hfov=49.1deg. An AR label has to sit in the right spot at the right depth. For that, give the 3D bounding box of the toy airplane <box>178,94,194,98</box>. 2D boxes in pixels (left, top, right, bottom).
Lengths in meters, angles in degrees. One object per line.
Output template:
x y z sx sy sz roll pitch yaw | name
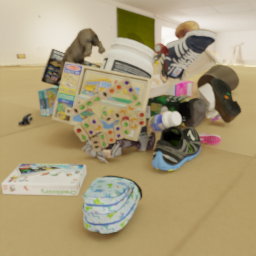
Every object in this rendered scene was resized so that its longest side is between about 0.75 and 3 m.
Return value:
4.101 -1.547 15.410 2.674 0.492 2.674 0 17 0 | toy airplane

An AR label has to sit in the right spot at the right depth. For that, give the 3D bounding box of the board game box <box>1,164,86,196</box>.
-1.943 1.207 6.694 1.707 0.295 1.078 1 17 3 | board game box

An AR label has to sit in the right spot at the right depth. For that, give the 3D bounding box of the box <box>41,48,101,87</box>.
-2.573 -2.415 12.609 2.300 0.572 2.283 15 -23 -20 | box

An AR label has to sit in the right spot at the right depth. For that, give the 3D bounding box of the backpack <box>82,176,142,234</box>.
-0.364 1.396 5.248 1.056 0.995 1.295 6 31 16 | backpack

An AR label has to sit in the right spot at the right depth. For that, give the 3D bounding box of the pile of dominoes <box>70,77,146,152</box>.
-0.470 -0.231 7.387 1.902 1.482 0.303 -28 26 8 | pile of dominoes

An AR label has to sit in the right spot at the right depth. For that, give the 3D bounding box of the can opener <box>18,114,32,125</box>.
-4.286 -0.415 11.879 0.478 0.386 1.217 -2 17 -2 | can opener

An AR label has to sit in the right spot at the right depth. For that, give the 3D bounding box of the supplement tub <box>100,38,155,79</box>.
-0.193 -1.547 9.673 1.791 2.552 1.791 19 0 0 | supplement tub

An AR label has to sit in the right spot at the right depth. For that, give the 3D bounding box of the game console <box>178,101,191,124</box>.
1.863 -0.503 10.833 0.161 0.787 1.334 17 -24 -37 | game console

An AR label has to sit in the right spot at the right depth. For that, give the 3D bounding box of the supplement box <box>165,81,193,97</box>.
2.911 -2.206 16.675 1.019 1.041 2.014 13 20 39 | supplement box

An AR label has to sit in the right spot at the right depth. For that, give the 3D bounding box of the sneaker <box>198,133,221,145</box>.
2.659 0.338 9.436 0.910 0.370 0.401 5 20 16 | sneaker

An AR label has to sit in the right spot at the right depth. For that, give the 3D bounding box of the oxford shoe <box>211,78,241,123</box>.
2.873 -0.870 8.725 0.622 0.722 1.712 6 50 -12 | oxford shoe

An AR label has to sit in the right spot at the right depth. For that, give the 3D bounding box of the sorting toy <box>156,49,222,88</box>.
2.770 -2.858 12.487 2.866 1.531 2.580 -24 -5 34 | sorting toy

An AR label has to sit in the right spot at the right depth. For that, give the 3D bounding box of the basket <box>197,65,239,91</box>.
5.680 -2.983 18.171 2.297 1.732 2.547 33 37 25 | basket

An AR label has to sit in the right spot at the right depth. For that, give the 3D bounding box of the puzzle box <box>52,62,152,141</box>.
-0.837 -0.843 8.600 2.860 1.903 0.364 13 0 16 | puzzle box

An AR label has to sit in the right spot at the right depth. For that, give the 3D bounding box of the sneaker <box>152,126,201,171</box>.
1.492 0.402 8.075 0.884 1.033 2.492 12 21 31 | sneaker

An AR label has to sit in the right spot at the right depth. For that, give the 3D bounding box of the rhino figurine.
-1.931 -2.611 10.319 0.783 1.146 2.620 -1 -24 -47 | rhino figurine

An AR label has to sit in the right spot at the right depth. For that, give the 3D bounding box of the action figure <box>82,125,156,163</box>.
-0.337 0.397 8.564 2.294 0.796 1.493 -14 36 -26 | action figure

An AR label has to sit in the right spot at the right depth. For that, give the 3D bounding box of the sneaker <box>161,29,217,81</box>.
2.101 -2.544 10.150 0.931 1.441 2.656 16 -5 -24 | sneaker

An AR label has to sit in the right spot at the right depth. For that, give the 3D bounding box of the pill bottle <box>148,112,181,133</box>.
1.103 -0.186 8.371 0.534 0.534 0.952 -14 -3 -39 | pill bottle

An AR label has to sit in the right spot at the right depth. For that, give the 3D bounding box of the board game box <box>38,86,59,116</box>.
-3.688 -1.316 13.458 0.364 1.171 1.551 3 17 15 | board game box

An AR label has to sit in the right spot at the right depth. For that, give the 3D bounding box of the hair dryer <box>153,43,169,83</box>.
1.185 -2.420 9.943 0.412 1.155 1.517 -1 44 25 | hair dryer

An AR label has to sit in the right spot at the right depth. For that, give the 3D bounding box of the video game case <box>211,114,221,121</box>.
3.906 -0.527 11.510 0.827 0.148 0.749 -19 6 37 | video game case

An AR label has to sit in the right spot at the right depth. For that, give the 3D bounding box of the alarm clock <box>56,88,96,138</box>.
-1.781 -0.631 10.068 2.669 0.889 1.800 44 7 24 | alarm clock

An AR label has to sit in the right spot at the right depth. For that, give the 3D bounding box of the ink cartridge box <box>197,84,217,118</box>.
3.438 -1.148 12.097 0.526 1.248 0.911 -28 59 -5 | ink cartridge box

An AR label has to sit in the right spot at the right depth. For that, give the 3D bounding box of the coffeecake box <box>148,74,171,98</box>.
0.854 -1.603 11.155 1.447 0.529 1.111 -14 -13 -10 | coffeecake box

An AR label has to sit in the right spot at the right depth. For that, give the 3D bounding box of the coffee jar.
1.860 -0.781 11.783 2.659 1.135 1.387 12 21 33 | coffee jar
